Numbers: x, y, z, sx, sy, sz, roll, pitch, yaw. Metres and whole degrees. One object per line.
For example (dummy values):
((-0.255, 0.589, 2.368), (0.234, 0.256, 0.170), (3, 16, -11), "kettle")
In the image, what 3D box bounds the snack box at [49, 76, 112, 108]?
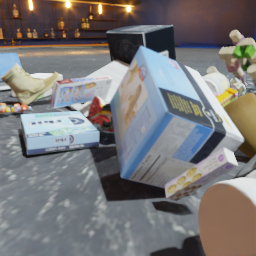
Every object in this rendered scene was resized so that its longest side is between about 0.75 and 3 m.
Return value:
((-1.340, -1.114, 8.388), (0.256, 0.758, 2.109), (39, 34, 26), "snack box")

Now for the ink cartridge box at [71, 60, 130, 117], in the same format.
((-0.780, -1.343, 10.284), (2.895, 0.726, 2.348), (-37, 42, -19), "ink cartridge box")

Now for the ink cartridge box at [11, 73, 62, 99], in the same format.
((-3.845, -1.819, 11.947), (1.318, 0.761, 1.811), (8, 21, 21), "ink cartridge box")

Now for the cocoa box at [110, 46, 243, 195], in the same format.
((0.638, -0.184, 4.913), (1.400, 1.423, 2.134), (17, 34, -22), "cocoa box")

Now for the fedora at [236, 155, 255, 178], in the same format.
((2.860, 0.492, 4.545), (2.099, 1.856, 0.948), (-28, 71, -42), "fedora")

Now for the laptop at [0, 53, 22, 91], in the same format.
((-6.073, -2.727, 13.461), (2.394, 1.482, 2.557), (-15, 24, -35), "laptop")

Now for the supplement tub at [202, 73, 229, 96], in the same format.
((3.039, -1.420, 10.339), (1.081, 1.081, 1.491), (12, 23, 31), "supplement tub")

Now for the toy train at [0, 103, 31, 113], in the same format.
((-3.682, -0.661, 8.892), (1.133, 0.315, 0.851), (-4, 0, -18), "toy train")

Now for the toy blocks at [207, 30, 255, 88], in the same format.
((5.605, -2.726, 12.253), (2.462, 2.925, 2.733), (37, -11, -31), "toy blocks")

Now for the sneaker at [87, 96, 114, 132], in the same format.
((-0.471, -0.257, 7.533), (0.916, 0.868, 2.230), (16, 7, -31), "sneaker")

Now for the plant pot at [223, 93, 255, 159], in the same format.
((2.574, 0.048, 6.056), (1.105, 1.105, 1.186), (-13, 64, -33), "plant pot")

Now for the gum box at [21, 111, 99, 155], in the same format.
((-1.795, 0.045, 7.096), (1.624, 0.426, 1.912), (-5, 20, -23), "gum box")

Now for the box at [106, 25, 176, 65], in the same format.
((0.565, -2.813, 11.624), (1.602, 2.586, 2.542), (-25, 29, -30), "box")

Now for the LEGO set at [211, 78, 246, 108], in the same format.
((2.358, -0.510, 8.225), (2.357, 0.877, 1.084), (-23, 36, 12), "LEGO set")

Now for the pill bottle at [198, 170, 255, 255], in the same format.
((1.835, 0.931, 2.820), (2.038, 1.159, 1.159), (-1, 19, -21), "pill bottle")

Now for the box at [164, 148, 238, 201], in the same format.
((0.985, 0.687, 3.958), (0.223, 1.151, 0.239), (23, 43, -31), "box")

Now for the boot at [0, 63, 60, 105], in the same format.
((-3.475, -1.793, 10.021), (1.751, 1.361, 0.637), (-35, 23, 1), "boot")
